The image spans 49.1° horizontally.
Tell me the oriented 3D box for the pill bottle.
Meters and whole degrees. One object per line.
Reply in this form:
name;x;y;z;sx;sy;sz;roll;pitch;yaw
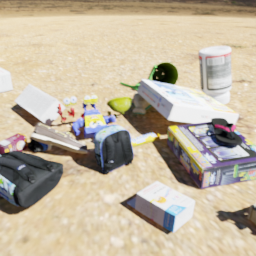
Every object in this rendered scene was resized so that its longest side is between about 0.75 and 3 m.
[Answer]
pill bottle;3.304;-1.953;10.595;1.151;2.022;1.151;-9;25;4

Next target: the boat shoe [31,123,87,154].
boat shoe;-1.788;0.291;7.518;1.540;0.553;0.458;17;69;-3

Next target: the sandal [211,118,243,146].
sandal;2.526;-0.003;7.343;0.591;0.355;1.574;0;27;0

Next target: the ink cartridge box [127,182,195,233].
ink cartridge box;0.625;1.489;5.608;1.193;0.405;0.687;21;27;38

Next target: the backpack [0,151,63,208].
backpack;-2.316;1.030;5.989;1.494;1.148;1.219;27;35;21

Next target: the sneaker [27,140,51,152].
sneaker;-2.630;0.380;7.921;0.539;0.372;0.969;-12;35;-40

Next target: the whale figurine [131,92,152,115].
whale figurine;0.512;-0.831;10.194;0.967;0.631;1.215;6;44;10

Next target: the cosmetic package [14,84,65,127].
cosmetic package;-3.103;-0.816;9.741;2.089;0.529;0.862;28;78;43

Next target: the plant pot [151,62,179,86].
plant pot;1.532;-2.419;12.752;1.228;1.228;1.312;-3;16;-5

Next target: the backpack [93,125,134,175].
backpack;-0.416;0.445;6.980;0.952;1.040;0.764;-20;33;-25

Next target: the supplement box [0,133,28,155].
supplement box;-3.150;0.493;7.645;0.325;0.419;0.759;15;30;26

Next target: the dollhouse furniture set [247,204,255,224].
dollhouse furniture set;2.756;1.429;5.167;0.642;0.916;0.645;-8;24;-22

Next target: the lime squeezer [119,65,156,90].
lime squeezer;0.484;-1.954;12.232;2.289;0.808;0.432;-16;27;48

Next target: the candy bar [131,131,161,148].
candy bar;0.202;0.392;8.117;1.642;0.182;0.409;-14;30;-25

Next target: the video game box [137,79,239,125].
video game box;1.904;-0.828;9.306;2.573;0.602;2.344;5;27;-27

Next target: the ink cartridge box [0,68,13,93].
ink cartridge box;-6.215;-1.955;12.015;1.957;0.856;1.422;-25;37;-37

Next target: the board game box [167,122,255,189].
board game box;2.215;0.588;7.262;1.774;0.609;2.146;-8;28;-11

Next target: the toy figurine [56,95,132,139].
toy figurine;-0.907;-0.088;8.658;2.381;1.256;1.426;-6;57;-20
